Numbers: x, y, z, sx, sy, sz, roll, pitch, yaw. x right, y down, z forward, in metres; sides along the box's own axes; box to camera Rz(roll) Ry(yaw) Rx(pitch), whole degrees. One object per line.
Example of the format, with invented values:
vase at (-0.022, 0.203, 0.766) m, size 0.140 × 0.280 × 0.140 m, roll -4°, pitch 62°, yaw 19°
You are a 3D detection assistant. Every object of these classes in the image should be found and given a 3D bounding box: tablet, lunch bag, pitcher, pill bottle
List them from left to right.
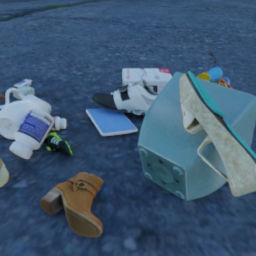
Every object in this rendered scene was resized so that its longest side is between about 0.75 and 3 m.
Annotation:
pitcher at (-3.646, -0.540, 9.251) m, size 1.600 × 1.131 × 1.866 m, roll 35°, pitch 30°, yaw -6°
lunch bag at (-4.391, -1.481, 11.780) m, size 0.642 × 0.309 × 0.801 m, roll 19°, pitch 36°, yaw 32°
pill bottle at (-2.844, 0.177, 8.230) m, size 0.814 × 0.814 × 1.360 m, roll 14°, pitch 63°, yaw 21°
pill bottle at (-2.546, -0.146, 9.464) m, size 0.834 × 0.462 × 0.462 m, roll 1°, pitch 32°, yaw 1°
tablet at (-0.624, -0.265, 9.846) m, size 1.278 × 0.134 × 1.963 m, roll -7°, pitch 31°, yaw -22°

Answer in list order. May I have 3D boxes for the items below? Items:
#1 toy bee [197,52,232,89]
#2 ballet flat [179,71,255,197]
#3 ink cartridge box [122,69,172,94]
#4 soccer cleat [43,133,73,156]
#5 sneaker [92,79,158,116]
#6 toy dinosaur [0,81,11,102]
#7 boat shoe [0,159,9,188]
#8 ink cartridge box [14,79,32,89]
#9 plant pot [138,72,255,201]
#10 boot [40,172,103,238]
toy bee at (3.279, -1.677, 11.156) m, size 1.428 × 1.720 × 2.627 m, roll -36°, pitch 19°, yaw 25°
ballet flat at (1.543, 0.036, 5.401) m, size 0.930 × 0.860 × 2.759 m, roll 24°, pitch 32°, yaw -52°
ink cartridge box at (0.778, -1.896, 11.920) m, size 2.048 × 0.854 × 1.488 m, roll -1°, pitch 32°, yaw -1°
soccer cleat at (-2.129, 0.559, 8.408) m, size 0.552 × 0.460 × 1.363 m, roll -31°, pitch 36°, yaw -25°
sneaker at (0.117, -1.177, 10.152) m, size 2.903 × 1.285 × 1.075 m, roll 11°, pitch 18°, yaw 11°
toy dinosaur at (-5.782, -1.417, 10.605) m, size 1.721 × 1.897 × 0.996 m, roll -26°, pitch 9°, yaw 7°
boat shoe at (-3.986, 1.442, 6.564) m, size 0.881 × 0.790 × 2.381 m, roll 18°, pitch 36°, yaw 27°
ink cartridge box at (-4.751, -1.976, 12.728) m, size 0.411 × 0.162 × 0.826 m, roll 13°, pitch 35°, yaw 20°
plant pot at (1.522, 0.383, 7.016) m, size 2.276 × 2.270 × 2.318 m, roll 26°, pitch 56°, yaw 34°
boot at (-0.979, 1.679, 6.467) m, size 1.735 × 0.665 × 1.347 m, roll 12°, pitch 29°, yaw 32°
